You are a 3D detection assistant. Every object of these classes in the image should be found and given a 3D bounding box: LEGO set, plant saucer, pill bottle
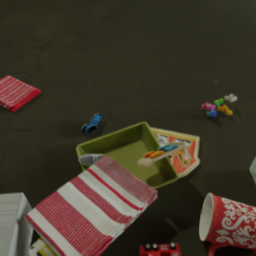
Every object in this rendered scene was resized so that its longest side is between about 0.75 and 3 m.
[{"bbox_3d":[3.771,-0.782,11.218,1.561,0.595,0.641,-21,32,-18],"label":"LEGO set"},{"bbox_3d":[-0.109,1.248,9.060,2.625,0.628,2.621,-20,48,-9],"label":"plant saucer"},{"bbox_3d":[-1.631,2.919,7.298,0.985,0.985,1.758,31,53,27],"label":"pill bottle"}]

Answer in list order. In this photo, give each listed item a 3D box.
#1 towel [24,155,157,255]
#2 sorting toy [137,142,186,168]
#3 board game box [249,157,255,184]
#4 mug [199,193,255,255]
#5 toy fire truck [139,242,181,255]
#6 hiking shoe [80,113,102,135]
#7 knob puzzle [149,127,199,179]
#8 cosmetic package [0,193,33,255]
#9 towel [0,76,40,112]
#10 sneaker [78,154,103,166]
[{"bbox_3d":[-0.893,2.006,7.381,2.122,0.335,2.946,31,47,29],"label":"towel"},{"bbox_3d":[0.933,0.732,8.244,1.296,1.200,0.236,-27,93,-14],"label":"sorting toy"},{"bbox_3d":[5.027,2.017,8.344,1.858,0.810,2.519,-2,46,-1],"label":"board game box"},{"bbox_3d":[2.973,2.794,7.527,1.907,1.693,1.272,12,11,5],"label":"mug"},{"bbox_3d":[0.669,3.512,7.112,1.462,0.356,1.031,-1,47,-4],"label":"toy fire truck"},{"bbox_3d":[-1.300,-0.125,10.745,0.473,0.406,1.092,26,61,32],"label":"hiking shoe"},{"bbox_3d":[1.357,0.872,9.688,2.478,0.344,2.478,0,46,0],"label":"knob puzzle"},{"bbox_3d":[-3.166,3.095,6.850,1.185,1.404,2.628,-5,47,-4],"label":"cosmetic package"},{"bbox_3d":[-5.166,-1.584,12.307,2.225,0.250,1.609,25,50,23],"label":"towel"},{"bbox_3d":[-1.255,1.045,9.183,0.398,0.363,0.972,0,-3,42],"label":"sneaker"}]
